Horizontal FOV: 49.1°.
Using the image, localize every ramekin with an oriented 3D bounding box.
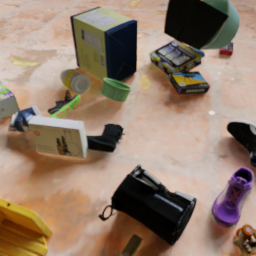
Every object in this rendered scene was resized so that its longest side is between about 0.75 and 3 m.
[{"bbox_3d":[-0.558,-1.621,12.179,1.305,0.638,1.305,19,18,-6],"label":"ramekin"}]

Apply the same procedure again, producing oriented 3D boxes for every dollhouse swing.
[{"bbox_3d":[-3.557,2.703,6.593,2.382,2.304,2.621,15,44,16],"label":"dollhouse swing"}]

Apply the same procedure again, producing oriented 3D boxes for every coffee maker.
[{"bbox_3d":[0.634,2.340,7.909,2.036,1.371,1.956,27,74,28],"label":"coffee maker"}]

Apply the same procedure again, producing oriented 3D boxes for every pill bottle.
[{"bbox_3d":[-2.492,-2.180,12.821,0.930,0.930,1.671,-24,36,-24],"label":"pill bottle"}]

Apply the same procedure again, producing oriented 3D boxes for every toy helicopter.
[{"bbox_3d":[3.184,3.312,7.369,0.905,0.540,1.369,30,60,16],"label":"toy helicopter"}]

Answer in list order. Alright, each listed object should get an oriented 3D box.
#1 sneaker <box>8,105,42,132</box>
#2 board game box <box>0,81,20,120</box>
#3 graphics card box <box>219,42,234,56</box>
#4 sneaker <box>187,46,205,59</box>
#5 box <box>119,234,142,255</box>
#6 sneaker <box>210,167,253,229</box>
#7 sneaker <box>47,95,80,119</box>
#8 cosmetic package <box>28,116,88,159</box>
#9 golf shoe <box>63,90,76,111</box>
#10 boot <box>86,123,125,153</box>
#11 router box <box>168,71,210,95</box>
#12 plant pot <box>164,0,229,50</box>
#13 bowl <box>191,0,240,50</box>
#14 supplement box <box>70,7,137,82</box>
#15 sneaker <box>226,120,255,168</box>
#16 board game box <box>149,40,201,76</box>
[{"bbox_3d":[-3.869,0.020,10.775,1.354,0.745,1.849,-28,56,-11],"label":"sneaker"},{"bbox_3d":[-5.490,-1.276,11.944,0.878,0.894,1.705,-30,51,-30],"label":"board game box"},{"bbox_3d":[5.586,-4.525,15.928,0.736,0.298,1.173,11,45,12],"label":"graphics card box"},{"bbox_3d":[3.453,-4.213,15.383,1.609,0.571,0.667,18,52,23],"label":"sneaker"},{"bbox_3d":[0.068,3.242,7.437,0.293,0.358,0.754,24,49,23],"label":"box"},{"bbox_3d":[3.175,1.976,8.374,0.872,0.958,2.167,26,50,24],"label":"sneaker"},{"bbox_3d":[-2.565,-0.951,11.327,0.696,0.638,1.662,35,47,14],"label":"sneaker"},{"bbox_3d":[-2.386,0.342,9.732,1.835,1.384,0.474,6,38,11],"label":"cosmetic package"},{"bbox_3d":[-2.545,-1.165,12.240,0.557,0.488,1.265,10,45,-16],"label":"golf shoe"},{"bbox_3d":[-0.939,0.287,10.515,1.503,0.556,1.232,12,42,10],"label":"boot"},{"bbox_3d":[2.805,-2.097,12.932,1.597,0.408,1.191,-7,51,-22],"label":"router box"},{"bbox_3d":[2.293,-3.893,10.359,1.693,1.502,1.689,12,25,-31],"label":"plant pot"},{"bbox_3d":[4.360,-5.013,13.804,1.455,2.781,2.781,11,37,-27],"label":"bowl"},{"bbox_3d":[-1.135,-3.986,13.541,1.821,2.712,2.709,-34,52,-31],"label":"supplement box"},{"bbox_3d":[4.368,0.601,9.930,2.338,0.854,1.308,32,51,29],"label":"sneaker"},{"bbox_3d":[2.392,-3.557,14.393,1.768,0.607,2.139,-29,49,-11],"label":"board game box"}]
